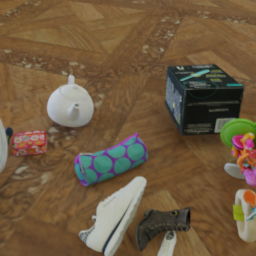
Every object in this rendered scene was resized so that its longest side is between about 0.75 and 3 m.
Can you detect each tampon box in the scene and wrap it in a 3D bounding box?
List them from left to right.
[{"bbox_3d":[2.468,-1.065,9.692,1.910,1.609,2.549,-3,28,-3],"label":"tampon box"}]

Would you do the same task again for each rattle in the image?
[{"bbox_3d":[3.230,1.974,6.526,1.408,1.971,1.283,12,55,17],"label":"rattle"}]

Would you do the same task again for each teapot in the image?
[{"bbox_3d":[-1.994,-0.973,9.954,1.771,1.294,1.748,29,33,19],"label":"teapot"}]

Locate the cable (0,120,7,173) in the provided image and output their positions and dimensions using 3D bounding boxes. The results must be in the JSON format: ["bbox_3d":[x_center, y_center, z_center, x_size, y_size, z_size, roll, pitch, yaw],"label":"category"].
[{"bbox_3d":[-4.716,0.447,7.752,2.911,2.910,1.008,57,20,4],"label":"cable"}]

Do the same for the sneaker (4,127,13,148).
[{"bbox_3d":[-4.004,0.333,9.069,0.345,0.310,0.838,-18,45,28],"label":"sneaker"}]

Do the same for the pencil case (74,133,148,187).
[{"bbox_3d":[-0.512,0.947,8.428,2.129,0.984,0.906,-19,5,-21],"label":"pencil case"}]

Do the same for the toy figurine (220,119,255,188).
[{"bbox_3d":[3.728,1.006,7.304,2.630,1.974,2.421,16,37,9],"label":"toy figurine"}]

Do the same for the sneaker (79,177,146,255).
[{"bbox_3d":[-0.288,2.081,7.273,0.938,0.890,2.331,22,47,19],"label":"sneaker"}]

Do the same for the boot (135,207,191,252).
[{"bbox_3d":[0.889,2.395,6.782,1.213,0.483,1.394,-8,25,28],"label":"boot"}]

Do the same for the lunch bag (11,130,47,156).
[{"bbox_3d":[-3.269,0.457,9.353,1.094,0.448,0.964,-7,40,-10],"label":"lunch bag"}]

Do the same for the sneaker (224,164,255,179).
[{"bbox_3d":[3.512,1.286,8.535,1.128,0.417,0.462,18,34,10],"label":"sneaker"}]

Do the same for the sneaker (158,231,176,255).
[{"bbox_3d":[0.935,2.883,6.760,0.364,0.383,0.952,10,39,15],"label":"sneaker"}]
